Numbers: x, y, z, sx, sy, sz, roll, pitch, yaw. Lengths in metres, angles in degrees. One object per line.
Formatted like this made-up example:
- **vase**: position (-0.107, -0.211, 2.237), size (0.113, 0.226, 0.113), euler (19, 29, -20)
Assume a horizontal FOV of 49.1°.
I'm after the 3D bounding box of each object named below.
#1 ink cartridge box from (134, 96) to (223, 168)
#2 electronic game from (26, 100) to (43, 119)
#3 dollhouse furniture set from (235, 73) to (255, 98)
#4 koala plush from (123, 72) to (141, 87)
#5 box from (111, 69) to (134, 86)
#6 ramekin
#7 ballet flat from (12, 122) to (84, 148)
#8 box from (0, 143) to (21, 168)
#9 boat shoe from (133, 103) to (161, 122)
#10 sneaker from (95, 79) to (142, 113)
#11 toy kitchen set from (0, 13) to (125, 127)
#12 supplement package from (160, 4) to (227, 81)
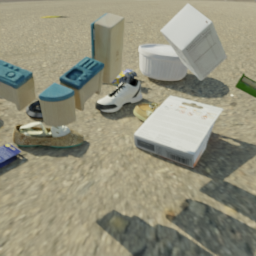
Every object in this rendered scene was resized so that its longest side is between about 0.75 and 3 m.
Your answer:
- **ink cartridge box**: position (1.614, -0.010, 8.804), size (1.979, 0.612, 2.440), euler (19, 43, 29)
- **electronic game**: position (-3.190, -0.727, 10.633), size (1.338, 0.278, 1.338), euler (-1, 33, 1)
- **dollhouse furniture set**: position (3.182, -1.562, 5.860), size (0.779, 2.018, 1.009), euler (34, 42, 12)
- **koala plush**: position (0.203, -2.052, 12.692), size (0.690, 0.716, 0.779), euler (-17, 54, -47)
- **box**: position (-0.238, -2.401, 13.337), size (0.469, 0.430, 1.338), euler (20, 35, 29)
- **ramekin**: position (1.751, -3.206, 13.666), size (2.672, 1.244, 2.672), euler (5, 28, -3)
- **ballet flat**: position (-2.498, 0.182, 8.661), size (2.217, 0.724, 0.782), euler (-2, 32, -4)
- **box**: position (-3.753, 0.887, 7.976), size (0.748, 0.200, 1.234), euler (23, 39, 33)
- **boat shoe**: position (1.345, -0.501, 9.745), size (2.529, 0.793, 0.927), euler (17, 35, 27)
- **sneaker**: position (-0.387, -1.301, 11.017), size (0.850, 0.922, 2.306), euler (28, 42, 36)
- **toy kitchen set**: position (-1.733, -1.710, 6.852), size (2.241, 1.648, 2.798), euler (23, 48, 16)
- **supplement package**: position (1.692, -2.097, 7.061), size (0.904, 0.939, 1.650), euler (55, 13, 31)
